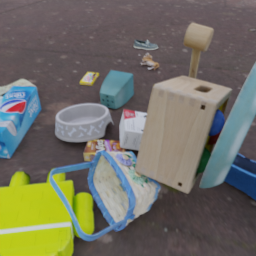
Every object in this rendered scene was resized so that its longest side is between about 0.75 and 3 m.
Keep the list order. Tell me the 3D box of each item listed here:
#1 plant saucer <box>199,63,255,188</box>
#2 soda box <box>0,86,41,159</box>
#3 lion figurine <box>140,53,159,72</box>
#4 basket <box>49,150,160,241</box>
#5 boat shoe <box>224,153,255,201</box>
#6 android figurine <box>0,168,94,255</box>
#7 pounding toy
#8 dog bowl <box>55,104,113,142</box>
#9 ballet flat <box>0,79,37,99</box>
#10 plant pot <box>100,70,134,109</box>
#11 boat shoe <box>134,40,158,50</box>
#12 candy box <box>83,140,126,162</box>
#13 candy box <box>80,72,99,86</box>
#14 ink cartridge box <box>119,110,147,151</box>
[{"bbox_3d":[2.049,0.008,5.233,0.359,2.620,2.620,25,42,21],"label":"plant saucer"},{"bbox_3d":[-3.559,-0.277,8.531,0.862,0.911,2.685,2,35,3],"label":"soda box"},{"bbox_3d":[1.055,-2.959,12.862,0.755,0.447,1.233,-18,52,-36],"label":"lion figurine"},{"bbox_3d":[-0.467,1.285,5.849,1.930,1.342,1.702,-16,49,-34],"label":"basket"},{"bbox_3d":[3.181,1.161,6.382,0.865,1.060,2.519,-28,46,-27],"label":"boat shoe"},{"bbox_3d":[-1.973,1.927,5.704,2.536,0.572,2.786,-5,34,-8],"label":"android figurine"},{"bbox_3d":[1.516,-0.564,5.847,1.324,2.894,2.543,21,24,22],"label":"pounding toy"},{"bbox_3d":[-1.363,-0.221,8.544,1.814,0.532,1.814,-4,26,2],"label":"dog bowl"},{"bbox_3d":[-4.182,-1.020,9.705,0.796,0.861,2.552,24,41,15],"label":"ballet flat"},{"bbox_3d":[-0.468,-1.313,10.073,0.909,0.909,1.286,14,43,19],"label":"plant pot"},{"bbox_3d":[0.937,-4.434,14.882,1.309,0.404,0.477,9,36,12],"label":"boat shoe"},{"bbox_3d":[-0.623,0.644,7.759,1.101,0.311,0.642,2,35,4],"label":"candy box"},{"bbox_3d":[-1.622,-2.065,11.757,0.517,0.134,1.012,5,35,11],"label":"candy box"},{"bbox_3d":[0.555,0.121,7.949,1.508,0.632,1.088,10,34,-10],"label":"ink cartridge box"}]
